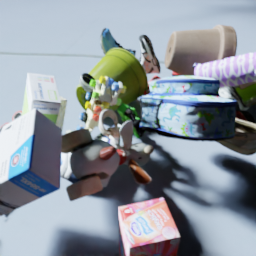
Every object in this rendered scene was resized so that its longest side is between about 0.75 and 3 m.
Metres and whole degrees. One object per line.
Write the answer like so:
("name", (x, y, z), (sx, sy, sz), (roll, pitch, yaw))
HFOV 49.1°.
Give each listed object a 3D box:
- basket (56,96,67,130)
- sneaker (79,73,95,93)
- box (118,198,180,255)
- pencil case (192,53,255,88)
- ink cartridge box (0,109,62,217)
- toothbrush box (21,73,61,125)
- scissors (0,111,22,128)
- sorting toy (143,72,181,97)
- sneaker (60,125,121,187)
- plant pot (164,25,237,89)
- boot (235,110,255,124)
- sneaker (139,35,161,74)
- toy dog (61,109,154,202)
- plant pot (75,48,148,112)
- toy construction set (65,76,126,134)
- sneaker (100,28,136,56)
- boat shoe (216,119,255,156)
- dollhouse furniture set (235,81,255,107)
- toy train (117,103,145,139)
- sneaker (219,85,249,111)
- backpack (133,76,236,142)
("basket", (-2.380, -0.363, 8.229), (0.782, 1.268, 0.859), (22, 19, 23))
("sneaker", (-0.992, -1.113, 8.289), (1.129, 0.448, 0.417), (46, 55, -3))
("box", (0.300, 2.151, 5.000), (0.865, 1.686, 0.798), (-9, 39, -11))
("pencil case", (2.629, -1.465, 7.307), (1.788, 0.750, 0.764), (-3, 24, 37))
("ink cartridge box", (-2.244, 0.739, 5.193), (1.943, 0.819, 1.419), (-26, 46, 15))
("toothbrush box", (-1.931, -0.316, 6.062), (0.595, 1.382, 1.006), (2, 41, -26))
("scissors", (-2.990, 0.712, 7.294), (1.063, 0.202, 2.905), (-31, 49, 9))
("sorting toy", (1.422, -1.333, 9.649), (2.031, 0.707, 2.019), (-16, 32, 19))
("sneaker", (-1.101, 0.583, 7.657), (1.578, 0.868, 2.155), (11, 45, 5))
("plant pot", (2.099, -2.256, 8.626), (1.728, 1.981, 1.981), (9, 37, -7))
("boot", (3.054, -0.510, 9.315), (1.555, 0.780, 2.155), (-10, 36, -26))
("sneaker", (0.615, -2.424, 9.553), (0.628, 1.570, 0.579), (-7, 45, 22))
("toy dog", (-0.216, 0.551, 6.294), (1.397, 1.913, 2.900), (-23, 9, 35))
("plant pot", (-0.683, -1.353, 9.508), (1.990, 1.990, 1.916), (26, 53, 29))
("toy construction set", (-0.844, -0.430, 7.288), (0.907, 1.969, 1.291), (29, 8, -29))
("sneaker", (-0.218, -2.952, 10.954), (1.050, 2.334, 0.915), (-22, 38, 24))
("boat shoe", (2.195, -0.108, 7.213), (2.401, 0.780, 0.866), (25, 52, 34))
("dollhouse furniture set", (3.942, -1.488, 8.327), (1.480, 1.134, 2.260), (-26, -12, 25))
("toy train", (0.101, -0.160, 8.003), (0.508, 1.801, 0.376), (33, 79, 23))
("sneaker", (3.474, -1.444, 10.149), (0.889, 1.031, 2.352), (0, 31, -46))
("backpack", (1.314, -0.430, 6.094), (1.716, 1.378, 1.876), (-4, 13, -32))
